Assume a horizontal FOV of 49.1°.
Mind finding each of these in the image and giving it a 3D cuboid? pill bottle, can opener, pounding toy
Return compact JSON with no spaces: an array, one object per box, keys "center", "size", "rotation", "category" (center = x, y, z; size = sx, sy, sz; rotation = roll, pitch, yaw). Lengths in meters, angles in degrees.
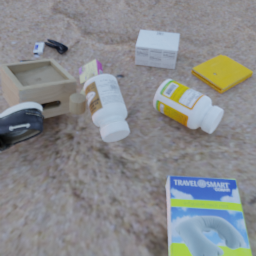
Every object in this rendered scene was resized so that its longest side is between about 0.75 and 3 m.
[{"center":[-0.514,-0.477,7.017],"size":[0.884,0.884,1.546],"rotation":[-14,69,-12],"category":"pill bottle"},{"center":[-3.111,-3.578,12.096],"size":[0.454,0.563,1.433],"rotation":[-41,50,-21],"category":"can opener"},{"center":[-2.208,-0.970,8.711],"size":[2.488,1.295,2.831],"rotation":[-17,44,-34],"category":"pounding toy"},{"center":[1.927,-0.658,8.979],"size":[2.034,1.130,1.130],"rotation":[32,56,25],"category":"pill bottle"}]

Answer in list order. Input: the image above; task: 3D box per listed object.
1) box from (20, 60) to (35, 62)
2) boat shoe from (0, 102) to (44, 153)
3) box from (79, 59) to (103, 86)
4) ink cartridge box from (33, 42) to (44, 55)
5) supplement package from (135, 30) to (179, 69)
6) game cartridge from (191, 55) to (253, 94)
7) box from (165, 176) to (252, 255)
[{"center":[-3.827,-2.198,10.960],"size":[0.976,0.265,1.219],"rotation":[-2,48,-2],"category":"box"},{"center":[-3.498,0.225,7.715],"size":[2.765,1.022,0.834],"rotation":[-22,65,12],"category":"boat shoe"},{"center":[-1.358,-1.986,10.294],"size":[0.812,0.392,0.714],"rotation":[-23,61,23],"category":"box"},{"center":[-3.870,-3.448,12.163],"size":[0.374,0.148,0.753],"rotation":[-3,50,-2],"category":"ink cartridge box"},{"center":[1.189,-3.207,11.424],"size":[1.632,0.905,1.271],"rotation":[9,49,6],"category":"supplement package"},{"center":[3.658,-2.157,10.942],"size":[1.809,0.293,1.595],"rotation":[-27,53,-25],"category":"game cartridge"},{"center":[1.829,2.290,6.668],"size":[1.775,0.694,2.911],"rotation":[3,49,2],"category":"box"}]
